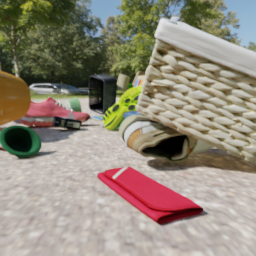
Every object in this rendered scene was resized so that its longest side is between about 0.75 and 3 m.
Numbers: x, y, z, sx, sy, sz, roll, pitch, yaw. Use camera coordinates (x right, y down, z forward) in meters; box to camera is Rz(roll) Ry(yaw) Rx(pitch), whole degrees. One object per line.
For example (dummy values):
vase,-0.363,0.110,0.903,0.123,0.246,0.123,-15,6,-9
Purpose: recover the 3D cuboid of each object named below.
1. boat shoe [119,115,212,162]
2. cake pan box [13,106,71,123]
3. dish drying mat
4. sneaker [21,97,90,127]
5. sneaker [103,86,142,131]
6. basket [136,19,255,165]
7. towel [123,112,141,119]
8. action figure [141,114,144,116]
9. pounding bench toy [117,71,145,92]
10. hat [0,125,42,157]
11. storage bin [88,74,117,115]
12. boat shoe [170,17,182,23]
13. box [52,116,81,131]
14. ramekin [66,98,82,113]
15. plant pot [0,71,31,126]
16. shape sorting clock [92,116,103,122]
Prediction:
boat shoe,0.939,0.307,5.552,2.268,0.847,0.776,3,35,-29
cake pan box,-3.940,-0.640,12.623,2.482,0.649,2.286,-3,6,-18
dish drying mat,0.179,0.823,3.797,0.659,0.156,1.716,-3,8,-27
sneaker,-2.687,-0.624,10.554,2.559,1.110,0.943,-1,6,-17
sneaker,0.096,-0.664,9.334,2.254,0.835,0.942,-32,-19,35
basket,1.655,-0.723,5.174,2.690,1.660,1.823,25,24,9
towel,0.428,-0.084,8.299,0.349,0.802,1.437,-41,25,-22
action figure,1.685,-0.265,7.011,2.771,1.414,1.647,-3,-11,2
pounding bench toy,0.599,-1.540,11.803,2.656,1.650,2.072,22,5,-16
hat,-2.496,0.517,6.214,0.850,0.903,1.026,-12,54,-45
storage bin,-0.961,-1.258,10.498,0.634,1.352,0.914,-16,29,-42
boat shoe,1.243,-1.647,7.231,0.937,2.197,0.812,24,31,20
box,-2.115,-0.163,9.641,0.799,0.344,0.654,9,3,-31
ramekin,-2.619,-0.924,13.433,0.494,1.011,1.011,-12,12,-24
plant pot,-4.125,-0.871,8.308,2.227,2.227,2.039,4,7,25
shape sorting clock,-0.970,-0.326,10.479,0.770,0.151,0.770,8,10,-1
